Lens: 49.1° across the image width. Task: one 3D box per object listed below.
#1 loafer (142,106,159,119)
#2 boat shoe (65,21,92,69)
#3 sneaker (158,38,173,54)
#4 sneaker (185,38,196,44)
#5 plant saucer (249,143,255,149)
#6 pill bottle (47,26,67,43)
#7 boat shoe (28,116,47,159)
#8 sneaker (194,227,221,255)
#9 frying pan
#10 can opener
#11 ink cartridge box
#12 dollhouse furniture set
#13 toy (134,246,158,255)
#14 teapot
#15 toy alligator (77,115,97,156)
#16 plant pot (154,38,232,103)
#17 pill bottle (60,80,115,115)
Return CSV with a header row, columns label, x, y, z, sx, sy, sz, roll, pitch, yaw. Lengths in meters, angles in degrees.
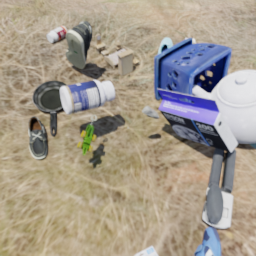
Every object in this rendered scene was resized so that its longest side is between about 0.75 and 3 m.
label,x,y,z,sx,sy,sz,roll,pitch,yaw
loafer,0.717,-0.452,8.920,0.263,0.755,0.264,-36,48,22
boat shoe,-2.017,-3.377,11.830,1.026,2.856,0.966,32,71,-3
sneaker,1.824,-3.812,13.351,0.663,0.735,1.794,14,57,1
sneaker,3.144,-4.243,14.104,0.541,0.345,0.936,3,48,7
plant saucer,5.598,-0.206,10.434,3.005,0.578,3.005,0,49,0
pill bottle,-3.664,-4.818,14.465,0.552,0.552,1.007,32,56,25
boat shoe,-3.265,0.340,9.948,0.623,0.586,1.734,-11,51,-12
sneaker,1.873,3.447,7.124,0.833,0.749,2.025,12,49,13
frying pan,-2.805,-0.882,11.116,1.542,0.415,2.550,-28,65,-16
can opener,2.887,1.610,8.547,0.788,0.988,2.955,14,50,12
ink cartridge box,2.072,-0.224,8.873,2.226,2.247,0.488,20,69,47
dollhouse furniture set,-0.491,-3.632,13.103,1.225,1.046,2.363,-28,54,-22
toy,0.627,3.756,7.120,0.786,0.322,1.365,-20,52,-18
teapot,4.069,-0.986,9.614,2.873,2.098,2.836,-35,45,-6
toy alligator,-1.245,0.247,8.761,0.450,0.326,1.356,24,66,-20
plant pot,2.299,-1.993,10.869,2.373,2.374,2.134,-34,51,-25
pill bottle,-1.276,-1.025,8.933,1.602,0.890,0.890,-16,50,-24
